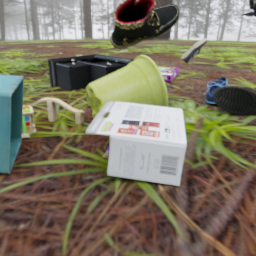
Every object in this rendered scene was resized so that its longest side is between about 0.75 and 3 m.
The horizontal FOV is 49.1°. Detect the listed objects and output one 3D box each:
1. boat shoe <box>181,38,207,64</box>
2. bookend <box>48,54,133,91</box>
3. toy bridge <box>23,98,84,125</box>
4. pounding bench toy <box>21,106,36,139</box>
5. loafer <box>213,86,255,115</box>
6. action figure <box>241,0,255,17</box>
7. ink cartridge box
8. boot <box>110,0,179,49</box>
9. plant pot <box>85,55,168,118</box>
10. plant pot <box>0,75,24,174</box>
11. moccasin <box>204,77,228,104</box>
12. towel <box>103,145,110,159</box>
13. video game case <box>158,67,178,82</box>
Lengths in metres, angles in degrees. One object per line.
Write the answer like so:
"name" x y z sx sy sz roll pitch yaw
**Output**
"boat shoe" 2.726 -3.103 11.338 1.222 0.383 0.444 -39 21 22
"bookend" -1.837 -2.668 13.715 2.996 1.380 2.977 -18 28 -38
"toy bridge" -2.521 -0.594 9.284 2.288 0.769 0.311 5 21 13
"pounding bench toy" -3.069 -0.181 8.236 0.601 0.754 0.967 -9 23 -21
"loafer" 4.402 -0.947 10.119 2.676 0.977 0.954 13 19 7
"action figure" 2.205 -2.330 4.617 0.754 1.478 0.878 -29 25 -37
"ink cartridge box" 0.248 0.212 6.734 2.079 0.993 2.368 8 22 6
"boot" 0.676 -3.925 9.937 2.890 1.057 2.176 -22 -2 -3
"plant pot" -0.165 -0.956 8.836 2.001 2.177 2.177 -22 28 -19
"plant pot" -3.892 -0.261 6.337 2.629 1.858 1.857 5 20 -15
"moccasin" 3.735 -1.635 11.806 0.996 0.844 2.475 6 22 16
"towel" -0.262 0.592 7.171 0.614 0.097 0.855 4 22 10
"video game case" 1.622 -3.149 16.217 2.226 0.440 2.456 7 23 18
